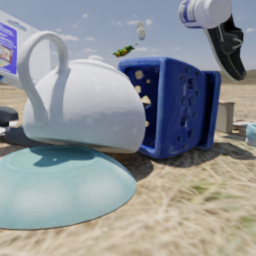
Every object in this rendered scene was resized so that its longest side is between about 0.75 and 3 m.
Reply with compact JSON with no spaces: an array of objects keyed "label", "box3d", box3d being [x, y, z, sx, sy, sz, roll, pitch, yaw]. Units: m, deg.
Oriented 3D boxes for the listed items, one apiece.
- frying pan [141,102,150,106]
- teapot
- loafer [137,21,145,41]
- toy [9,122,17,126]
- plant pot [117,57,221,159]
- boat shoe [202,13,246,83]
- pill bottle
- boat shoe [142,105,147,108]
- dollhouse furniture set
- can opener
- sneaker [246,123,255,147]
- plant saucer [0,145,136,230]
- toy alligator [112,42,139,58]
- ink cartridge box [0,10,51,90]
[{"label":"frying pan","box3d":[1.677,-0.802,12.899,2.550,0.415,1.542,3,15,-7]},{"label":"teapot","box3d":[-0.898,-0.617,6.260,2.836,2.098,2.873,9,-8,-16]},{"label":"loafer","box3d":[0.404,-2.985,8.725,0.264,0.755,0.263,-1,-29,0]},{"label":"toy","box3d":[-5.133,-0.280,10.993,1.365,0.322,0.786,-3,12,-12]},{"label":"plant pot","box3d":[1.064,-0.593,7.607,2.134,2.374,2.373,0,9,-28]},{"label":"boat shoe","box3d":[3.255,-2.785,9.078,0.966,2.856,1.026,-12,23,46]},{"label":"pill bottle","box3d":[2.043,-3.109,7.462,0.890,0.890,1.602,-3,19,-13]},{"label":"boat shoe","box3d":[0.108,-0.924,13.628,1.734,0.586,0.623,-2,13,-1]},{"label":"dollhouse furniture set","box3d":[4.358,-0.402,9.744,2.363,1.046,1.225,-4,12,-21]},{"label":"can opener","box3d":[-3.197,-0.067,8.173,2.955,0.988,0.788,7,13,32]},{"label":"sneaker","box3d":[4.090,0.115,7.482,1.794,0.735,0.663,-3,17,27]},{"label":"plant saucer","box3d":[-1.345,0.779,5.048,3.005,0.578,3.005,0,12,0]},{"label":"toy alligator","box3d":[-0.058,-3.280,11.974,1.356,0.326,0.450,-14,35,31]},{"label":"ink cartridge box","box3d":[-3.252,-2.197,7.981,0.488,2.247,2.226,-29,-33,35]}]
